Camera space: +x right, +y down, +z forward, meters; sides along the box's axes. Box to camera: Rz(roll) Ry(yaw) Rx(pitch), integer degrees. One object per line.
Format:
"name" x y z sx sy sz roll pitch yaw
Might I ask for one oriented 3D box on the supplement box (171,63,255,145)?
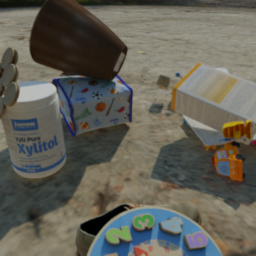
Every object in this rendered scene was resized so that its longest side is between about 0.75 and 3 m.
"supplement box" 3.037 -0.870 9.136 2.786 1.024 1.756 29 56 27

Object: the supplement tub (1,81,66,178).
"supplement tub" -2.575 0.058 7.677 1.527 2.314 1.527 -1 30 0

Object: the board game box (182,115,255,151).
"board game box" 3.239 0.018 9.820 2.095 0.271 2.095 -6 30 -10

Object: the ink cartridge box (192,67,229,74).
"ink cartridge box" 4.252 -2.627 14.310 1.824 0.408 1.607 2 31 2

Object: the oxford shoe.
"oxford shoe" 0.319 1.972 5.605 2.782 1.040 0.980 -14 34 -21

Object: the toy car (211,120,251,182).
"toy car" 2.594 0.400 7.320 0.836 2.511 1.232 -7 46 13

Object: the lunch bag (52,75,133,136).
"lunch bag" -1.418 -1.158 10.474 2.374 1.729 2.792 -14 41 -22

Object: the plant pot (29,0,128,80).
"plant pot" -1.455 -2.766 9.511 2.665 2.491 2.491 27 34 5

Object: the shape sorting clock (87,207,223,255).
"shape sorting clock" 0.546 2.500 4.505 2.590 0.508 2.590 6 52 -7

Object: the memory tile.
"memory tile" -3.244 -0.758 6.760 0.185 2.198 1.685 18 45 -47

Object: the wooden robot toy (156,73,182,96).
"wooden robot toy" 2.724 -1.607 12.276 2.953 1.301 1.340 4 -5 8

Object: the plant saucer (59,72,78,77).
"plant saucer" -2.397 -2.447 13.983 2.076 0.357 2.076 2 32 -1
